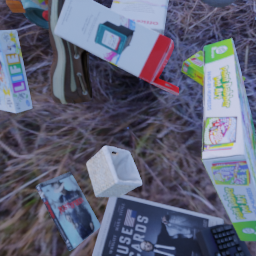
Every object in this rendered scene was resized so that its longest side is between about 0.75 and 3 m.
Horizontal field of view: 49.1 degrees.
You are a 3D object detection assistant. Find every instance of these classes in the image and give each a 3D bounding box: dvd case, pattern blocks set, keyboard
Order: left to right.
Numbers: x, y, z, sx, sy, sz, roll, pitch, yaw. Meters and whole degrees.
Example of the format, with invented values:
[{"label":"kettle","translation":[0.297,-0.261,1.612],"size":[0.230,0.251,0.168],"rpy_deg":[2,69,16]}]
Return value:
[{"label":"pattern blocks set","translation":[-2.070,-3.288,6.466],"size":[2.205,1.939,0.179],"rpy_deg":[2,63,-48]},{"label":"dvd case","translation":[-1.094,1.503,5.264],"size":[0.139,0.920,1.260],"rpy_deg":[-37,79,25]},{"label":"dvd case","translation":[0.667,2.748,6.307],"size":[2.780,0.344,2.089],"rpy_deg":[12,55,6]},{"label":"keyboard","translation":[2.060,3.412,5.567],"size":[1.775,0.288,2.794],"rpy_deg":[-8,59,-19]}]

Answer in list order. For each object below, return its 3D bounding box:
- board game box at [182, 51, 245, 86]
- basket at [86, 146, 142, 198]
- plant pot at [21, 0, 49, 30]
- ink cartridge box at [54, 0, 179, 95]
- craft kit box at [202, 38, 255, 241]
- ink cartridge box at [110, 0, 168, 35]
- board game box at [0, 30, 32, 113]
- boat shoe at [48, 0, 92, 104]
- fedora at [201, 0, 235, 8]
[{"label":"board game box","translation":[2.854,-1.816,9.507],"size":[0.944,0.443,1.859],"rpy_deg":[-37,62,-23]},{"label":"basket","translation":[-0.298,0.899,5.645],"size":[0.668,0.823,0.830],"rpy_deg":[-36,59,25]},{"label":"plant pot","translation":[-2.914,-4.872,10.588],"size":[2.718,2.718,1.821],"rpy_deg":[13,82,9]},{"label":"ink cartridge box","translation":[0.041,-1.350,4.612],"size":[2.109,0.709,1.225],"rpy_deg":[27,16,3]},{"label":"craft kit box","translation":[1.524,0.191,3.954],"size":[0.504,2.076,2.050],"rpy_deg":[-9,46,28]},{"label":"ink cartridge box","translation":[0.414,-4.254,10.775],"size":[2.067,1.199,2.801],"rpy_deg":[8,57,6]},{"label":"board game box","translation":[-2.429,-0.992,4.867],"size":[1.854,1.246,0.317],"rpy_deg":[10,25,38]},{"label":"boat shoe","translation":[-1.191,-2.011,6.624],"size":[1.085,2.934,1.084],"rpy_deg":[5,21,4]},{"label":"fedora","translation":[2.158,-4.504,7.922],"size":[2.521,1.138,2.230],"rpy_deg":[2,95,-28]}]
